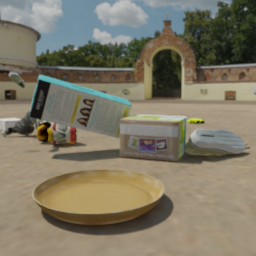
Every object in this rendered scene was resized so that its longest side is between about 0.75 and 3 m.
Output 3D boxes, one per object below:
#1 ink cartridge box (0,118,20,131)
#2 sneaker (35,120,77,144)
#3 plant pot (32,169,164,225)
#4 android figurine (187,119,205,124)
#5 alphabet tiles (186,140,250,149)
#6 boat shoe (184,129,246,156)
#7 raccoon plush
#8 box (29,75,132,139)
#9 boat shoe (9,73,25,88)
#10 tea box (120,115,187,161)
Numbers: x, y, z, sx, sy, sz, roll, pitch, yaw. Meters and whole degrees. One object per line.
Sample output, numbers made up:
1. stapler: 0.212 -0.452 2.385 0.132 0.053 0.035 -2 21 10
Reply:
1. ink cartridge box: -6.037 -0.173 14.385 0.950 0.548 1.305 -6 9 -40
2. sneaker: -3.087 -0.014 10.901 1.174 1.113 2.858 -6 9 -36
3. plant pot: -0.489 1.147 4.861 2.217 0.305 2.217 -1 8 0
4. android figurine: 4.259 -0.419 17.669 1.041 0.235 1.144 -2 8 -14
5. alphabet tiles: 2.951 0.599 10.104 2.516 0.080 2.094 -4 8 -30
6. boat shoe: 2.634 0.480 8.503 2.198 0.791 0.682 9 -42 -29
7. raccoon plush: -4.590 -0.074 11.949 1.561 0.755 1.046 -33 -12 -27
8. box: -1.455 -0.624 8.736 2.915 1.199 0.716 15 17 -19
9. boat shoe: -3.680 -1.584 9.361 0.273 0.235 0.758 -35 -22 2
10. tea box: 0.827 0.242 8.577 1.728 1.154 1.700 3 9 19
